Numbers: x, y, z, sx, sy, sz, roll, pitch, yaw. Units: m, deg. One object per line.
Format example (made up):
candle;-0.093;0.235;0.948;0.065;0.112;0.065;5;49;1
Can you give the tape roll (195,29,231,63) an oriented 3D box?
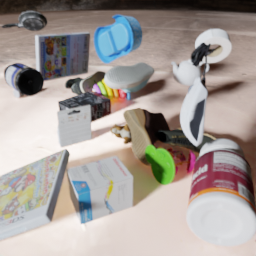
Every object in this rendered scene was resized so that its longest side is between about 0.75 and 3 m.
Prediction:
tape roll;3.192;-3.062;10.551;1.297;1.297;0.454;1;59;2

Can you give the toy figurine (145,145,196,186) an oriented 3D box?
toy figurine;1.462;1.019;8.825;1.352;1.103;1.469;-5;34;-33

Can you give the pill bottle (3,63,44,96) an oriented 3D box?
pill bottle;-3.097;-1.450;8.143;0.797;0.797;1.424;-21;31;-33

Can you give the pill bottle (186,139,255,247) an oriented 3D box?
pill bottle;2.424;1.500;7.302;1.539;1.539;2.696;8;30;14

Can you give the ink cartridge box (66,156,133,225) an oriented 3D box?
ink cartridge box;-0.747;1.627;7.525;1.504;1.088;1.107;-13;32;-21

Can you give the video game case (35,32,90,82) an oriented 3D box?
video game case;-2.988;-3.358;13.131;0.257;2.044;2.854;29;35;33

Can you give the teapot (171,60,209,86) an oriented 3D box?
teapot;2.568;-2.419;11.805;1.282;0.949;1.299;24;38;22

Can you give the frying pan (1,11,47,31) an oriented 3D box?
frying pan;-2.674;-2.714;7.168;1.169;0.707;0.190;-4;72;-15

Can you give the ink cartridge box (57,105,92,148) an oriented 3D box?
ink cartridge box;-1.956;-0.106;10.136;1.249;1.536;0.438;-14;33;-24

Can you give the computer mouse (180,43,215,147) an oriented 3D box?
computer mouse;1.719;-0.814;7.335;0.588;2.682;1.471;4;14;4

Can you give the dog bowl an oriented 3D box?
dog bowl;-0.466;-3.885;12.342;0.728;1.636;2.936;-24;10;-34

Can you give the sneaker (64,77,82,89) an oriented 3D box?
sneaker;-2.827;-2.446;15.314;0.764;0.510;1.334;12;26;32

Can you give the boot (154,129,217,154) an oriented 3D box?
boot;1.994;0.510;9.505;1.367;0.766;1.977;1;9;-43

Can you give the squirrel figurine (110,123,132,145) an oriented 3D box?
squirrel figurine;-0.146;0.136;10.705;0.970;0.735;1.039;9;15;42

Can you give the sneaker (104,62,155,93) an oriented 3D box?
sneaker;0.023;-1.563;9.854;0.954;1.058;2.581;42;36;19

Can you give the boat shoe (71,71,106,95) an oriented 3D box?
boat shoe;-1.892;-2.336;14.734;0.927;0.985;2.742;-14;13;34

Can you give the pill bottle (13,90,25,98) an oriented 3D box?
pill bottle;-5.401;-1.857;14.311;0.476;0.476;0.822;17;33;27

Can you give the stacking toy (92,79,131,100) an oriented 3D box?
stacking toy;-1.195;-1.774;13.608;2.505;1.375;1.454;-22;52;-12

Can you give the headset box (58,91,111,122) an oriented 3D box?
headset box;-1.823;-0.916;12.348;1.994;0.770;1.484;-25;38;-39

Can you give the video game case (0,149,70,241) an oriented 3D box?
video game case;-2.757;1.722;7.240;2.342;0.295;2.573;-22;27;11

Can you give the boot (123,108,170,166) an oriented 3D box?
boot;0.967;0.266;10.090;1.964;0.854;2.362;4;52;-40
